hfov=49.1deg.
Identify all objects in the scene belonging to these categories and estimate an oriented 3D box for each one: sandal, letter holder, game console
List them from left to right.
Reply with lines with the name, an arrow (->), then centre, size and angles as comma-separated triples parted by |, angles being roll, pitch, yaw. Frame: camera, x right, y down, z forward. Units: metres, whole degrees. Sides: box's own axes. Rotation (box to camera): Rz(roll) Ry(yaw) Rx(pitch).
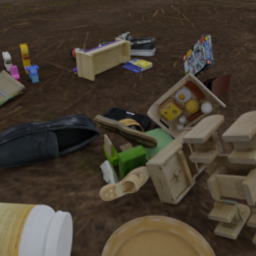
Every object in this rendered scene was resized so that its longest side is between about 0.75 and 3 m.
sandal -> -0.030, -0.003, 6.779 | 1.667, 0.670, 0.450 | 24, 70, 14
sandal -> 0.040, 1.195, 5.646 | 1.208, 0.443, 0.397 | -21, 20, -23
game console -> 0.525, -0.138, 8.352 | 2.617, 0.316, 1.544 | 17, 37, 21
letter holder -> 3.133, -1.588, 10.078 | 1.111, 0.790, 0.559 | -24, 41, -31

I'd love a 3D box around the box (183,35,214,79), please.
box -> 2.574, -2.525, 10.435 | 0.325, 1.629, 1.116 | 0, 76, -15

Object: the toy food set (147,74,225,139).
toy food set -> 1.384, -0.445, 6.861 | 1.136, 1.583, 0.478 | 38, 36, -16

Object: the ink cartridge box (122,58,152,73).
ink cartridge box -> 0.395, -2.773, 12.366 | 0.951, 0.226, 0.962 | 30, 41, 34

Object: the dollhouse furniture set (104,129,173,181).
dollhouse furniture set -> 0.435, 0.388, 6.738 | 1.818, 0.912, 1.191 | -19, 46, -18

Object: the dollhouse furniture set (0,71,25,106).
dollhouse furniture set -> -4.891, -1.419, 10.127 | 2.113, 1.061, 1.385 | 37, 58, 10

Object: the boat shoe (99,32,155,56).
boat shoe -> -0.079, -4.107, 13.687 | 2.800, 0.956, 1.034 | 8, 34, 11

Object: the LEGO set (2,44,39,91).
LEGO set -> -4.368, -2.662, 11.349 | 1.080, 1.162, 2.831 | -16, 37, -24

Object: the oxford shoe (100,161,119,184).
oxford shoe -> -0.410, 1.159, 6.421 | 0.275, 0.358, 0.951 | -32, 46, 2

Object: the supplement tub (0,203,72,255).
supplement tub -> -1.857, 1.858, 4.519 | 1.710, 1.235, 1.235 | 2, 34, 3

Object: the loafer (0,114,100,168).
loafer -> -2.060, 0.337, 7.016 | 2.872, 0.975, 1.008 | -19, 30, -31

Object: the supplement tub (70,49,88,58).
supplement tub -> -2.316, -3.509, 13.257 | 0.861, 0.461, 0.461 | 10, 35, 15

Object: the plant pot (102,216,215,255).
plant pot -> 0.512, 2.341, 4.681 | 1.946, 0.267, 1.946 | 0, 33, 0

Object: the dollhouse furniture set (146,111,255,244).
dollhouse furniture set -> 1.840, 0.743, 5.502 | 2.399, 2.103, 1.594 | -4, 23, 47

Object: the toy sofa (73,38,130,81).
toy sofa -> -1.132, -3.031, 11.992 | 1.257, 1.067, 2.577 | 25, 41, 31
